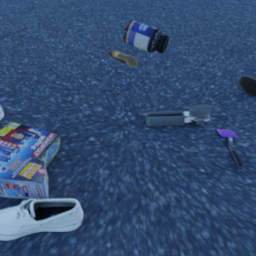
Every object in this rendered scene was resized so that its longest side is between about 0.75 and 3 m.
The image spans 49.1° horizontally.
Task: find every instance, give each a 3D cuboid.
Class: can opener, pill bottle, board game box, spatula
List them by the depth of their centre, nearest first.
[{"bbox_3d":[-3.083,1.053,8.080,2.513,0.776,2.515,14,39,15],"label":"board game box"},{"bbox_3d":[3.387,0.619,9.106,0.573,0.208,2.027,3,38,0],"label":"spatula"},{"bbox_3d":[0.638,-3.096,9.683,1.458,0.815,0.815,23,42,10],"label":"pill bottle"},{"bbox_3d":[1.823,-0.518,10.103,2.347,0.785,0.626,-2,38,-3],"label":"can opener"}]

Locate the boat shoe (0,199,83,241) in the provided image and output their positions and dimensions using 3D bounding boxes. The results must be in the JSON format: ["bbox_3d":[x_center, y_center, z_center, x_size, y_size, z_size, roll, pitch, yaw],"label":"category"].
[{"bbox_3d":[-2.310,2.064,6.764,2.382,0.779,0.876,-7,38,-9],"label":"boat shoe"}]

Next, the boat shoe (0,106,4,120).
[{"bbox_3d":[-5.211,-0.164,9.601,0.943,0.837,2.562,2,38,3],"label":"boat shoe"}]

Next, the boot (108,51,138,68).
[{"bbox_3d":[-0.188,-2.526,10.123,0.988,0.357,0.822,21,9,-31],"label":"boot"}]

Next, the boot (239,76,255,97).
[{"bbox_3d":[5.748,-1.761,11.928,1.777,0.688,1.229,39,46,22],"label":"boot"}]
